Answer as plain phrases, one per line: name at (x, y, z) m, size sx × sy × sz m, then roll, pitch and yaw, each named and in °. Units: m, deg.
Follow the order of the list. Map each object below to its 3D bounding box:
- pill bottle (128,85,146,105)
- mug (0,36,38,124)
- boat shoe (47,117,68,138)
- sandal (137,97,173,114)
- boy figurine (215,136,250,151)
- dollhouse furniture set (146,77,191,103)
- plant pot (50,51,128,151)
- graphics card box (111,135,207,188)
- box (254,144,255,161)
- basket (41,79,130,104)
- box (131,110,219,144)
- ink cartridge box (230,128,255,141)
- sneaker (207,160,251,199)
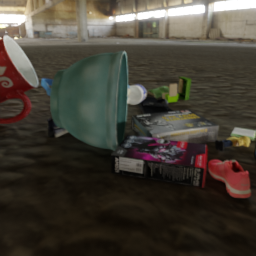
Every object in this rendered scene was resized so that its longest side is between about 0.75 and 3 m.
pill bottle at (0.328, -1.346, 11.109) m, size 0.735 × 0.735 × 1.228 m, roll 5°, pitch 13°, yaw 13°
mug at (-4.904, -1.390, 9.642) m, size 2.995 × 1.998 × 2.658 m, roll -26°, pitch 56°, yaw 2°
boat shoe at (-2.099, -0.166, 9.064) m, size 0.474 × 0.589 × 1.271 m, roll 9°, pitch 23°, yaw 23°
sandal at (1.004, -0.883, 10.931) m, size 1.093 × 0.616 × 2.875 m, roll -7°, pitch 22°, yaw -18°
boy figurine at (2.948, 0.425, 7.871) m, size 1.011 × 0.326 × 0.629 m, roll -5°, pitch 6°, yaw -20°
dollhouse furniture set at (1.843, -1.953, 13.272) m, size 1.275 × 0.976 × 1.946 m, roll -10°, pitch 23°, yaw -25°
plant pot at (-1.003, -0.744, 7.565) m, size 1.773 × 2.647 × 2.647 m, roll 4°, pitch 21°, yaw 4°
graphics card box at (0.783, 0.735, 6.721) m, size 2.130 × 0.542 × 1.336 m, roll 6°, pitch 22°, yaw 16°
box at (3.980, 0.972, 5.989) m, size 2.008 × 0.620 × 2.514 m, roll 5°, pitch 21°, yaw 13°
basket at (-1.572, -1.286, 10.035) m, size 2.836 × 1.973 × 2.501 m, roll 1°, pitch 18°, yaw -24°
box at (1.383, -0.002, 8.709) m, size 2.168 × 0.524 × 1.717 m, roll -7°, pitch 21°, yaw -16°
ink cartridge box at (3.496, 0.235, 8.537) m, size 0.631 × 0.208 × 0.867 m, roll 11°, pitch 23°, yaw 27°
sneaker at (2.218, 0.922, 6.096) m, size 0.528 × 0.621 × 1.431 m, roll -4°, pitch 18°, yaw -11°
